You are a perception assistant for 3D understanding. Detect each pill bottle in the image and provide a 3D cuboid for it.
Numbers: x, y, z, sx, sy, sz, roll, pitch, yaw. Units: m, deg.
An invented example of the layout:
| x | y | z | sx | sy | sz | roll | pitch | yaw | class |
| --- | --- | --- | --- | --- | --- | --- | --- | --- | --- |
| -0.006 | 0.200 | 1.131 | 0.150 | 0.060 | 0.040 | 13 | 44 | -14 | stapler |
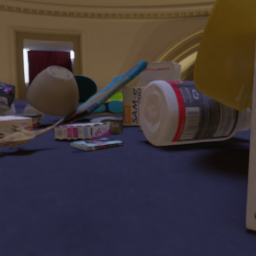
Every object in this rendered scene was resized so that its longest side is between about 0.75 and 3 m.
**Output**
| x | y | z | sx | sy | sz | roll | pitch | yaw | class |
| --- | --- | --- | --- | --- | --- | --- | --- | --- | --- |
| 1.600 | -0.354 | 6.154 | 2.445 | 1.354 | 1.354 | -3 | 8 | -23 | pill bottle |

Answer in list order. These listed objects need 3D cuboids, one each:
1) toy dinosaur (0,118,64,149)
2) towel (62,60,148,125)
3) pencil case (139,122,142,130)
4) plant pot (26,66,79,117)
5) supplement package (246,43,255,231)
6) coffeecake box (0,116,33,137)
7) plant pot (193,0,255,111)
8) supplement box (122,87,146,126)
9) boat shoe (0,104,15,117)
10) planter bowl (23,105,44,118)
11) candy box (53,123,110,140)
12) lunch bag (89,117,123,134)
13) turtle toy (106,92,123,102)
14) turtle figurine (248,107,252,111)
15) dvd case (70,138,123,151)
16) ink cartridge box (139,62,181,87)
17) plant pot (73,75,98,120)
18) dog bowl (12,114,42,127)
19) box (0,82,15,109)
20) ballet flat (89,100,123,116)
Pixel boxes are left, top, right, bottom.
| x | y | z | sx | sy | sz | roll | pitch | yaw | class |
| --- | --- | --- | --- | --- | --- | --- | --- | --- | --- |
| -1.989 | 0.174 | 5.250 | 0.783 | 0.450 | 1.548 | 0 | 12 | 44 | toy dinosaur |
| -0.781 | -1.181 | 9.422 | 2.926 | 0.317 | 2.146 | -43 | 15 | -30 | towel |
| 0.841 | -0.130 | 8.079 | 1.061 | 0.441 | 0.481 | 1 | 8 | 5 | pencil case |
| -2.292 | -1.298 | 8.960 | 1.662 | 1.116 | 1.662 | 18 | 34 | -12 | plant pot |
| 2.045 | -0.089 | 2.250 | 1.874 | 1.792 | 1.379 | 4 | 8 | 28 | supplement package |
| -3.260 | -0.059 | 7.517 | 1.157 | 0.423 | 0.888 | 5 | 9 | 41 | coffeecake box |
| 2.683 | -1.189 | 4.012 | 2.475 | 2.631 | 2.631 | 31 | 21 | 24 | plant pot |
| 0.554 | -0.790 | 9.897 | 0.743 | 1.273 | 2.020 | 2 | 7 | 25 | supplement box |
| -4.975 | -0.505 | 9.481 | 2.324 | 0.811 | 0.824 | -8 | 10 | -42 | boat shoe |
| -4.169 | -0.737 | 12.317 | 0.886 | 0.596 | 0.886 | 0 | 6 | 0 | planter bowl |
| -1.060 | 0.081 | 6.469 | 1.096 | 0.334 | 0.747 | -3 | 4 | 31 | candy box |
| -0.604 | -0.071 | 7.572 | 0.774 | 0.455 | 0.635 | 1 | 6 | -31 | lunch bag |
| -0.689 | -1.324 | 15.187 | 1.989 | 1.005 | 1.450 | 0 | 30 | 21 | turtle toy |
| 3.292 | -0.163 | 4.945 | 1.947 | 1.310 | 2.601 | -16 | 20 | 16 | turtle figurine |
| -0.637 | 0.335 | 5.751 | 0.888 | 0.098 | 0.649 | -7 | 10 | -40 | dvd case |
| 1.507 | -1.788 | 13.174 | 1.775 | 2.446 | 1.020 | 4 | 8 | 31 | ink cartridge box |
| -2.088 | -1.085 | 11.231 | 1.791 | 1.200 | 1.791 | 1 | 48 | -1 | plant pot |
| -3.319 | -0.229 | 9.142 | 0.988 | 0.364 | 0.988 | 0 | 7 | 0 | dog bowl |
| -4.341 | -1.113 | 9.273 | 0.994 | 0.657 | 0.571 | 16 | 38 | -6 | box |
| -1.020 | -0.912 | 13.627 | 2.172 | 0.755 | 0.755 | -2 | 7 | -6 | ballet flat |
